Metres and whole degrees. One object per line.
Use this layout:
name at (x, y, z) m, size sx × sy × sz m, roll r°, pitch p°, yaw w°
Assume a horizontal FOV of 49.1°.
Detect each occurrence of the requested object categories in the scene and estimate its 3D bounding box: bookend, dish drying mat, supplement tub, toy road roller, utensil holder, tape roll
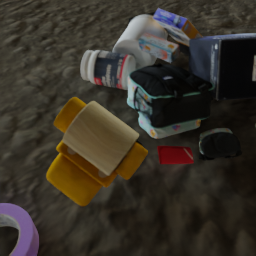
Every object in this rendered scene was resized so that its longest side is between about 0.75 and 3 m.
bookend at (1.199, -4.103, 11.841) m, size 1.757 × 0.809 × 1.746 m, roll -24°, pitch 51°, yaw -24°
dish drying mat at (1.188, 0.665, 6.900) m, size 1.165 × 0.106 × 0.447 m, roll 5°, pitch 71°, yaw -39°
supplement tub at (-0.643, -1.970, 9.413) m, size 1.627 × 1.142 × 1.142 m, roll 12°, pitch 46°, yaw 11°
toy road roller at (-0.803, 0.666, 5.837) m, size 1.640 × 2.669 × 1.948 m, roll 36°, pitch 85°, yaw 2°
utensil holder at (0.417, -2.969, 10.143) m, size 1.573 × 1.573 × 1.851 m, roll 14°, pitch 46°, yaw 14°
tape roll at (-2.630, 2.325, 5.538) m, size 1.590 × 0.522 × 1.590 m, roll 0°, pitch 44°, yaw 0°

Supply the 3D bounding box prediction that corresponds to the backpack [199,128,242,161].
backpack at (2.219, 0.389, 6.989) m, size 0.992 × 1.189 × 0.753 m, roll -5°, pitch 88°, yaw 10°

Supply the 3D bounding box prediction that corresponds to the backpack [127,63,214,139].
backpack at (1.012, -0.856, 7.846) m, size 1.961 × 1.710 × 2.231 m, roll -16°, pitch 41°, yaw -20°

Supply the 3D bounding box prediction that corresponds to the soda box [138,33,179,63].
soda box at (0.849, -2.245, 7.828) m, size 1.141 × 0.363 × 0.390 m, roll 30°, pitch 65°, yaw 26°

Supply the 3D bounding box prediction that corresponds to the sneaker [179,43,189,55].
sneaker at (3.060, -3.113, 11.030) m, size 2.085 × 0.731 × 0.855 m, roll 14°, pitch 9°, yaw 27°

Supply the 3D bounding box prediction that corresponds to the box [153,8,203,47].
box at (1.808, -3.421, 9.760) m, size 1.304 × 0.454 × 2.191 m, roll 38°, pitch 11°, yaw 34°

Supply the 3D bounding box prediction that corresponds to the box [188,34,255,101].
box at (3.382, -1.915, 8.235) m, size 2.622 × 1.616 × 2.600 m, roll -4°, pitch 18°, yaw -4°
